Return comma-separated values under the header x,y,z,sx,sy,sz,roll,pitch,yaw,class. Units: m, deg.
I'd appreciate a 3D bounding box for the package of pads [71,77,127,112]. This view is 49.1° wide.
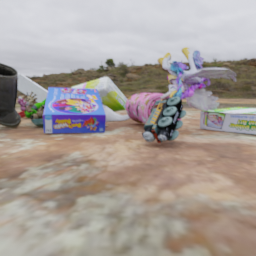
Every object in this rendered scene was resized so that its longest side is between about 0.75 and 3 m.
x,y,z,sx,sy,sz,roll,pitch,yaw,class
-1.346,-1.302,12.138,2.152,0.734,1.663,-10,-35,29,package of pads

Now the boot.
x,y,z,sx,sy,sz,roll,pitch,yaw,class
-4.273,-1.041,8.590,2.043,0.815,2.247,9,-36,-4,boot

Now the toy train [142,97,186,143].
x,y,z,sx,sy,sz,roll,pitch,yaw,class
0.825,-0.191,6.476,0.795,0.594,1.395,-9,37,35,toy train

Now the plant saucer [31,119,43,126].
x,y,z,sx,sy,sz,roll,pitch,yaw,class
-2.796,-0.166,9.501,0.965,0.173,0.965,-1,-6,0,plant saucer

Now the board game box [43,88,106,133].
x,y,z,sx,sy,sz,roll,pitch,yaw,class
-1.762,-0.645,9.117,1.756,0.585,2.612,0,24,-12,board game box

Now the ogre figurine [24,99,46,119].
x,y,z,sx,sy,sz,roll,pitch,yaw,class
-2.748,-0.721,10.623,2.131,1.046,1.278,-11,34,31,ogre figurine

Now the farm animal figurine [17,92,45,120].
x,y,z,sx,sy,sz,roll,pitch,yaw,class
-3.299,-0.621,9.787,1.311,0.659,1.059,37,26,-22,farm animal figurine

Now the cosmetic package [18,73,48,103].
x,y,z,sx,sy,sz,roll,pitch,yaw,class
-3.859,-1.432,12.235,2.579,0.653,1.064,36,-3,-36,cosmetic package

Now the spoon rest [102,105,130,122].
x,y,z,sx,sy,sz,roll,pitch,yaw,class
-0.681,-0.575,11.415,1.972,0.598,0.980,-1,42,-1,spoon rest

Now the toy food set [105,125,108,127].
x,y,z,sx,sy,sz,roll,pitch,yaw,class
-1.364,-0.110,9.229,0.936,0.232,1.473,3,7,35,toy food set

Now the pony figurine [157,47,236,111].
x,y,z,sx,sy,sz,roll,pitch,yaw,class
1.870,-1.449,8.306,2.017,1.740,2.089,2,52,-5,pony figurine

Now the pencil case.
x,y,z,sx,sy,sz,roll,pitch,yaw,class
0.748,-0.584,9.362,1.170,1.223,2.826,-17,12,-11,pencil case

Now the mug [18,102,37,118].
x,y,z,sx,sy,sz,roll,pitch,yaw,class
-4.362,-0.707,12.634,0.865,1.151,1.296,40,-10,-29,mug

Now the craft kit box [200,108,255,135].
x,y,z,sx,sy,sz,roll,pitch,yaw,class
4.343,-0.263,9.016,2.930,0.720,2.967,11,13,44,craft kit box
